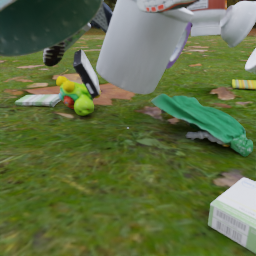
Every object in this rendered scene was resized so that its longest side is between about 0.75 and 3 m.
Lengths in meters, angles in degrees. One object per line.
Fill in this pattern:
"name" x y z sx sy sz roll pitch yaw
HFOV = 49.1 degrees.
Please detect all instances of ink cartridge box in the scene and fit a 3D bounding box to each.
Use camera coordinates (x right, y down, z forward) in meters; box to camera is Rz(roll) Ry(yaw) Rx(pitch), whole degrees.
"ink cartridge box" 2.657 1.344 4.688 2.244 0.538 1.633 -21 30 -38

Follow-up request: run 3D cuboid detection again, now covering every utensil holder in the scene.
"utensil holder" 0.326 -2.209 7.099 1.836 2.160 1.836 18 30 -11

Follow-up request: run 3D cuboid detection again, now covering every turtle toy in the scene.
"turtle toy" -1.765 -1.095 9.933 1.410 0.978 1.935 10 16 -35

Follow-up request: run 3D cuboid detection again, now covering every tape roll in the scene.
"tape roll" 1.552 -3.028 9.971 0.574 1.748 1.748 30 31 14

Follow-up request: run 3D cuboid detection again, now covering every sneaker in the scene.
"sneaker" -2.761 -3.263 10.105 0.719 1.900 1.098 -5 43 -41
"sneaker" -1.016 -3.381 7.761 0.724 1.905 1.377 -43 40 10
"sneaker" 0.816 -2.438 5.457 1.277 0.492 0.523 0 -2 21

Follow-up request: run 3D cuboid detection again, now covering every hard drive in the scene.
"hard drive" -0.668 -0.896 4.536 0.161 0.594 0.850 -26 28 4

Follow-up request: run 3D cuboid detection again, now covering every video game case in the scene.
"video game case" -2.832 -3.848 11.212 1.906 2.094 0.231 19 41 -56

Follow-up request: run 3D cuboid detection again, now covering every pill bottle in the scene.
"pill bottle" 2.329 -3.821 8.344 1.147 2.045 1.147 -3 16 1

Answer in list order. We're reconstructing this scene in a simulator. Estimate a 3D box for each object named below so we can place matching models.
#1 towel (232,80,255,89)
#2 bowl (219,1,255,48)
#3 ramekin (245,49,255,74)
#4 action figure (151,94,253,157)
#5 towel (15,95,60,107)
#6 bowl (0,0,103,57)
"towel" 6.174 -1.926 13.086 2.498 0.226 1.075 8 29 15
"bowl" 3.361 -3.366 8.818 0.670 1.490 1.490 23 21 -9
"ramekin" 3.511 -1.758 6.023 0.893 1.833 1.833 37 28 1
"action figure" 2.176 -0.115 7.828 1.769 0.819 2.995 -12 32 -29
"towel" -3.480 -1.071 11.014 1.527 0.234 1.139 0 20 7
"bowl" -1.695 -2.331 4.914 2.256 1.180 2.256 -27 2 1
